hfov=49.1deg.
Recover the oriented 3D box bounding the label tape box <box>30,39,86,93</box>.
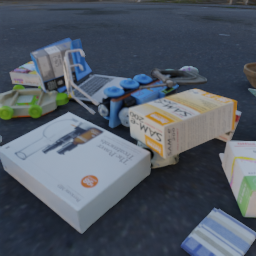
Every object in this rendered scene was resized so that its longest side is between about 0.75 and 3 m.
[{"bbox_3d":[-2.247,-2.162,9.687,1.815,1.308,0.574,-25,43,-22],"label":"label tape box"}]

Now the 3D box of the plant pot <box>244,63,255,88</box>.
[{"bbox_3d":[5.608,-2.089,11.548,1.692,0.781,1.692,1,29,0],"label":"plant pot"}]

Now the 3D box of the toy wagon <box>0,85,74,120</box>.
[{"bbox_3d":[-3.216,-0.933,9.756,2.651,0.525,2.057,-3,30,-6],"label":"toy wagon"}]

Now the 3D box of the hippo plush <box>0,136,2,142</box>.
[{"bbox_3d":[-4.152,0.317,7.139,1.321,1.308,1.643,-45,44,-16],"label":"hippo plush"}]

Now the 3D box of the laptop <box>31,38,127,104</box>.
[{"bbox_3d":[-1.646,-2.355,11.078,2.956,1.713,2.768,10,31,17],"label":"laptop"}]

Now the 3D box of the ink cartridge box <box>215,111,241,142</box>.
[{"bbox_3d":[2.686,-0.112,7.838,0.636,0.867,0.359,22,31,23],"label":"ink cartridge box"}]

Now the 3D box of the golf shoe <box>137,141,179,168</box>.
[{"bbox_3d":[0.465,0.378,7.271,0.903,0.727,1.858,-21,34,-23],"label":"golf shoe"}]

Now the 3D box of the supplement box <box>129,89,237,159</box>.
[{"bbox_3d":[1.298,-0.213,6.696,2.193,0.806,1.382,-19,29,-27],"label":"supplement box"}]

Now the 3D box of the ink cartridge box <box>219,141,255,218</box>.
[{"bbox_3d":[2.905,0.922,6.194,1.279,0.735,2.184,1,29,2],"label":"ink cartridge box"}]

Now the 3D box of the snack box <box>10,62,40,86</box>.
[{"bbox_3d":[-3.676,-2.340,12.185,2.222,0.589,1.580,8,30,14],"label":"snack box"}]

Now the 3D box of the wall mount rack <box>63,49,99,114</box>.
[{"bbox_3d":[-1.491,-1.329,8.552,0.753,1.755,2.020,-12,-7,-13],"label":"wall mount rack"}]

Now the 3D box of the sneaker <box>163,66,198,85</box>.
[{"bbox_3d":[2.278,-2.121,11.869,1.592,0.619,1.114,-10,31,1],"label":"sneaker"}]

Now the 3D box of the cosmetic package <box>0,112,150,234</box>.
[{"bbox_3d":[-1.225,0.757,6.340,2.796,0.722,2.108,24,43,33],"label":"cosmetic package"}]

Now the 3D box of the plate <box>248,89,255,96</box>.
[{"bbox_3d":[4.210,-0.814,7.823,1.684,0.215,1.684,12,11,-2],"label":"plate"}]

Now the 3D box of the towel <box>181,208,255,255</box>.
[{"bbox_3d":[1.610,1.980,4.939,0.884,0.143,1.203,28,41,37],"label":"towel"}]

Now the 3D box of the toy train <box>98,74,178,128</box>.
[{"bbox_3d":[0.357,-0.868,9.018,1.579,1.198,2.763,28,39,30],"label":"toy train"}]

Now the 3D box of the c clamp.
[{"bbox_3d":[1.362,-1.648,8.997,2.133,0.338,2.497,-2,20,0],"label":"c clamp"}]
